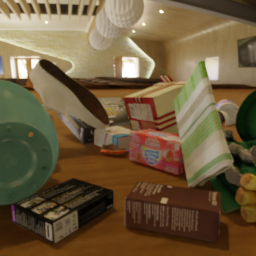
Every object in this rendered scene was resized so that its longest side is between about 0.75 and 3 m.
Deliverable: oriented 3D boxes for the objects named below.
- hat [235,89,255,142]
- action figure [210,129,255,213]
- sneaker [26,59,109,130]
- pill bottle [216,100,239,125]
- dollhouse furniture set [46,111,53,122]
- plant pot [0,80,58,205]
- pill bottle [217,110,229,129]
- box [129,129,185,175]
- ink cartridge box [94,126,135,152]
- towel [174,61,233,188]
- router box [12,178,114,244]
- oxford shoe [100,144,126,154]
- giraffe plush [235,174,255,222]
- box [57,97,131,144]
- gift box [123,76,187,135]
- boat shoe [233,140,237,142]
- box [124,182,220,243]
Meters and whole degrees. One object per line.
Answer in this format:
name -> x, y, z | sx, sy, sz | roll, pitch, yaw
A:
hat -> 3.381, 0.321, 5.620 | 2.520, 2.088, 2.219 | 26, 34, -11
action figure -> 2.129, 0.599, 6.282 | 1.727, 0.799, 2.924 | -45, 4, 3
sneaker -> -1.924, -0.817, 8.999 | 2.913, 1.233, 1.061 | 42, 28, -9
pill bottle -> 4.720, -0.801, 13.445 | 1.056, 1.056, 1.885 | 3, 13, 14
dollhouse furniture set -> -3.197, 0.236, 7.079 | 1.151, 2.010, 2.357 | 40, 58, 22
plant pot -> -2.375, 0.349, 5.225 | 2.299, 2.299, 1.845 | -7, 19, -30
pill bottle -> 3.317, -0.249, 11.151 | 1.613, 0.899, 0.899 | -12, 16, -42
box -> 0.890, 0.573, 7.343 | 1.697, 0.810, 0.846 | 12, 14, 44
ink cartridge box -> -0.356, 0.354, 9.073 | 0.955, 0.560, 1.322 | -10, 15, -40
towel -> 1.487, -0.022, 5.776 | 0.337, 2.194, 1.637 | 1, -26, -13
router box -> -1.078, 1.337, 4.832 | 1.047, 0.359, 1.404 | 8, 14, 35
oxford shoe -> -0.428, 0.599, 8.221 | 0.819, 0.298, 0.292 | 1, -19, 21
giraffe plush -> 2.432, 1.165, 4.801 | 1.026, 0.885, 0.832 | 15, 10, 26
box -> -0.956, -0.407, 10.837 | 2.861, 0.692, 2.266 | -8, 33, -36
gift box -> 1.118, -0.597, 9.160 | 1.930, 1.907, 2.066 | -23, 22, -27
boat shoe -> 2.930, 0.645, 7.805 | 0.517, 0.509, 1.388 | 2, 12, 8
box -> 0.730, 1.317, 4.547 | 1.458, 0.546, 0.730 | 5, 12, 17
